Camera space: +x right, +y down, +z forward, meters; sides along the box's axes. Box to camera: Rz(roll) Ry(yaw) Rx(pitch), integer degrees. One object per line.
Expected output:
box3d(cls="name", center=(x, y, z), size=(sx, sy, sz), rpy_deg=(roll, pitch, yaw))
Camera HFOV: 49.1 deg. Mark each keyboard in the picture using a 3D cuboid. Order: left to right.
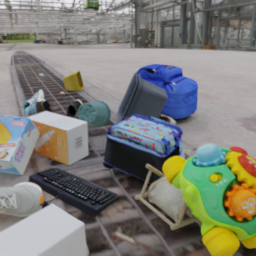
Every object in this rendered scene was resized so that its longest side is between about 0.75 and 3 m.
box3d(cls="keyboard", center=(-1.682, 1.643, 7.210), size=(2.569, 0.265, 1.633), rpy_deg=(14, 25, 34))

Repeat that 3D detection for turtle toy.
box3d(cls="turtle toy", center=(2.109, 1.137, 5.401), size=(2.766, 1.398, 2.016), rpy_deg=(7, 40, -38))

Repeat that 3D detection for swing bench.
box3d(cls="swing bench", center=(1.169, 1.565, 6.413), size=(1.389, 0.901, 1.381), rpy_deg=(14, 9, -36))

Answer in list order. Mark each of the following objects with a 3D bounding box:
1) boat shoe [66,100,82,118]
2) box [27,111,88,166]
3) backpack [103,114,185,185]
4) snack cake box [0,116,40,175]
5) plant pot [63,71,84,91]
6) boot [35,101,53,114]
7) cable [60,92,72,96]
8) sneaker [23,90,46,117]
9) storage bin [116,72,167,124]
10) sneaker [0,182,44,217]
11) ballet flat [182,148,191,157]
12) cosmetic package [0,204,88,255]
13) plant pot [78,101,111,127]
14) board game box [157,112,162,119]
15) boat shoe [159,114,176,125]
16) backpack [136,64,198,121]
box3d(cls="boat shoe", center=(-2.518, -0.785, 12.550), size=(0.467, 0.545, 1.491), rpy_deg=(-41, 5, -34))
box3d(cls="box", center=(-2.375, 0.292, 9.330), size=(1.951, 1.214, 0.951), rpy_deg=(14, 24, 31))
box3d(cls="backpack", center=(0.673, 0.473, 8.207), size=(2.085, 1.536, 2.284), rpy_deg=(20, 27, 29))
box3d(cls="snack cake box", center=(-4.245, 0.449, 8.507), size=(2.615, 0.878, 1.504), rpy_deg=(4, 55, 12))
box3d(cls="plant pot", center=(-3.627, -3.011, 18.386), size=(1.015, 1.151, 1.151), rpy_deg=(-10, 20, 6))
box3d(cls="boot", center=(-3.435, -0.588, 11.545), size=(0.575, 1.187, 0.443), rpy_deg=(10, 31, 33))
box3d(cls="cable", center=(-3.786, -2.076, 17.064), size=(0.762, 0.192, 0.370), rpy_deg=(-1, 21, -1))
box3d(cls="sneaker", center=(-4.586, -1.196, 13.670), size=(1.114, 1.002, 2.582), rpy_deg=(-10, 23, -17))
box3d(cls="storage bin", center=(0.536, -0.916, 11.005), size=(1.395, 2.077, 1.511), rpy_deg=(19, 28, -13))
box3d(cls="sneaker", center=(-2.879, 1.645, 6.155), size=(2.068, 0.783, 0.951), rpy_deg=(-4, -1, 18))
box3d(cls="ballet flat", center=(1.624, 0.790, 9.364), size=(0.944, 0.328, 0.328), rpy_deg=(6, 22, 22))
box3d(cls="cosmetic package", center=(-1.723, 2.282, 4.166), size=(0.957, 1.213, 2.255), rpy_deg=(15, 24, 36))
box3d(cls="plant pot", center=(-1.249, -0.509, 9.974), size=(0.969, 0.969, 0.949), rpy_deg=(8, 3, 20))
box3d(cls="board game box", center=(0.887, -0.470, 11.929), size=(0.175, 0.840, 1.242), rpy_deg=(10, 11, -35))
box3d(cls="boat shoe", center=(1.297, -0.340, 12.034), size=(0.542, 0.602, 1.668), rpy_deg=(8, 5, -43))
box3d(cls="backpack", center=(1.706, -1.616, 12.878), size=(2.865, 2.404, 2.328), rpy_deg=(20, 35, 34))
